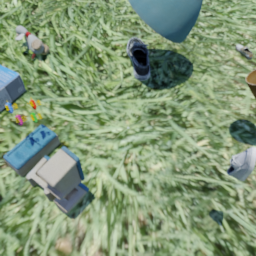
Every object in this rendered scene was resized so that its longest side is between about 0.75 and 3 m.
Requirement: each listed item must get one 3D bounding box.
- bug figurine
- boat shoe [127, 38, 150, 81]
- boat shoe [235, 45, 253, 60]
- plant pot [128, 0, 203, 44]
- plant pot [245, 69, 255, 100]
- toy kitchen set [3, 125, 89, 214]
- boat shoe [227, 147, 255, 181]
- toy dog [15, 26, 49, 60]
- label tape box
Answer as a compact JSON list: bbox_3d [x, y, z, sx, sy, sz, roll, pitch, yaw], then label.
[{"bbox_3d":[-2.867,-0.448,7.722,0.998,0.257,0.774,-14,74,-44],"label":"bug figurine"},{"bbox_3d":[0.404,-2.972,11.109,0.887,0.820,2.401,-2,53,-1],"label":"boat shoe"},{"bbox_3d":[4.840,-3.220,11.619,0.345,0.316,0.923,-22,56,-16],"label":"boat shoe"},{"bbox_3d":[1.424,-4.211,8.936,2.472,1.665,2.472,26,41,-25],"label":"plant pot"},{"bbox_3d":[3.855,-0.986,7.595,1.041,1.118,1.041,-22,29,13],"label":"plant pot"},{"bbox_3d":[-2.121,0.677,7.498,2.657,2.128,1.565,32,60,22],"label":"toy kitchen set"},{"bbox_3d":[2.149,0.679,5.355,0.386,1.128,0.406,13,67,13],"label":"boat shoe"},{"bbox_3d":[-4.043,-3.423,11.497,1.670,1.101,0.804,40,94,35],"label":"toy dog"},{"bbox_3d":[-5.274,-1.139,9.696,1.917,0.885,2.676,27,59,20],"label":"label tape box"}]
